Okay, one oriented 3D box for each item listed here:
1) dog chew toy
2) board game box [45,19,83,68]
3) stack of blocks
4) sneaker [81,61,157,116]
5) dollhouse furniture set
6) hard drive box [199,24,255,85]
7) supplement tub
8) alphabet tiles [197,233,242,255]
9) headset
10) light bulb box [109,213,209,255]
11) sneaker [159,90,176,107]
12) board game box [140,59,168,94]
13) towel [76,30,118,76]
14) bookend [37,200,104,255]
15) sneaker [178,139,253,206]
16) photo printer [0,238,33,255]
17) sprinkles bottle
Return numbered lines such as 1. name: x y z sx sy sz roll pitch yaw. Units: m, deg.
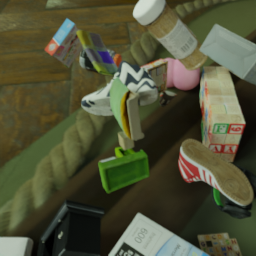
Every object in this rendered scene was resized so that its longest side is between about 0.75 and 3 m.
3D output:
1. dog chew toy: 1.719 -2.143 10.983 2.102 1.309 1.309 3 45 14
2. board game box: -1.727 -2.368 8.023 0.275 1.362 1.042 37 92 6
3. stack of blocks: 2.860 -0.516 9.004 0.832 1.635 2.840 1 45 6
4. sneaker: -0.262 -1.037 6.859 1.817 0.725 1.183 -16 53 10
5. dollhouse furniture set: -0.321 0.100 5.750 0.964 1.920 1.258 -16 28 -16
6. hard drive box: 3.504 -1.966 8.200 2.265 0.870 1.766 8 32 -40
7. supplement tub: -1.138 -2.836 11.811 1.596 0.978 0.978 16 47 14
8. alphabet tiles: 2.217 2.928 6.735 0.922 0.035 0.770 -4 45 -3
9. headset: 2.190 1.298 5.454 0.756 0.994 1.609 26 2 -27
10. light bulb box: 0.619 3.633 4.783 2.872 1.792 2.847 25 50 23
11. sneaker: 1.137 -0.820 8.236 0.401 1.041 0.426 18 87 0
12. board game box: 0.668 -1.336 7.842 0.274 0.896 1.183 23 37 35
13. towel: -0.735 -1.873 6.971 0.921 0.146 1.283 -7 66 -57
14. bookend: -1.236 2.751 5.527 0.855 1.844 1.856 19 42 -21
15. sneaker: 1.667 0.985 5.609 0.575 0.909 1.616 -37 66 -22
16. photo printer: -2.879 3.202 6.105 1.266 0.529 1.522 1 45 0
17. sprinkles bottle: 1.307 -2.734 8.187 0.883 2.588 0.883 -30 42 32
